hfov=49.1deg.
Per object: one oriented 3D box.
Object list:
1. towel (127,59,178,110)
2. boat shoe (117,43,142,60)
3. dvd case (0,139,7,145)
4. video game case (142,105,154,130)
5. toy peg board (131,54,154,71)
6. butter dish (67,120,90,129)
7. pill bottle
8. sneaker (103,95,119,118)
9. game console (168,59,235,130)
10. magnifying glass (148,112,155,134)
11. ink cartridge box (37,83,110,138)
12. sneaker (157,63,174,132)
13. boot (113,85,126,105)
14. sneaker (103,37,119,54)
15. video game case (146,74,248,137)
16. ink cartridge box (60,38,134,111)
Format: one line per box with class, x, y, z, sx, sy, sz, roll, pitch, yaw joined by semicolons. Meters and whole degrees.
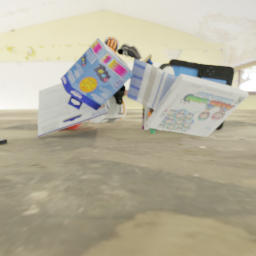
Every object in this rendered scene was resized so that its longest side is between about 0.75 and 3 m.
towel;1.053;-1.162;9.368;2.333;1.713;0.278;29;51;13
boat shoe;0.027;-2.285;8.628;0.408;0.473;1.301;-34;34;-6
dvd case;-4.582;0.462;7.923;1.270;0.156;1.779;2;6;25
video game case;1.412;-0.693;12.557;1.622;1.470;0.290;-4;14;-20
toy peg board;0.672;-2.306;11.553;1.103;0.540;1.098;-43;-7;-8
butter dish;-2.379;-0.798;12.917;1.559;2.103;2.109;27;12;-23
pill bottle;-1.527;-1.100;16.281;1.638;1.638;2.815;5;7;39
sneaker;-1.269;-1.457;12.290;0.978;2.494;0.990;-34;-6;-9
game console;2.888;-1.406;11.941;2.334;2.735;1.618;18;15;42
magnifying glass;0.883;-0.182;10.606;0.104;0.928;0.369;1;37;26
ink cartridge box;-2.087;-0.849;10.604;2.709;0.551;2.715;-18;46;3
sneaker;1.695;-1.205;11.508;1.054;2.860;1.144;-12;18;-26
boot;-0.368;-1.524;11.420;0.388;0.772;1.032;-8;49;-16
sneaker;-1.009;-2.604;11.549;0.846;1.222;2.181;16;-33;-5
video game case;2.107;-0.570;8.758;2.411;0.286;2.195;9;-41;-22
ink cartridge box;-1.109;-1.533;9.035;1.477;2.165;0.826;30;24;-47
